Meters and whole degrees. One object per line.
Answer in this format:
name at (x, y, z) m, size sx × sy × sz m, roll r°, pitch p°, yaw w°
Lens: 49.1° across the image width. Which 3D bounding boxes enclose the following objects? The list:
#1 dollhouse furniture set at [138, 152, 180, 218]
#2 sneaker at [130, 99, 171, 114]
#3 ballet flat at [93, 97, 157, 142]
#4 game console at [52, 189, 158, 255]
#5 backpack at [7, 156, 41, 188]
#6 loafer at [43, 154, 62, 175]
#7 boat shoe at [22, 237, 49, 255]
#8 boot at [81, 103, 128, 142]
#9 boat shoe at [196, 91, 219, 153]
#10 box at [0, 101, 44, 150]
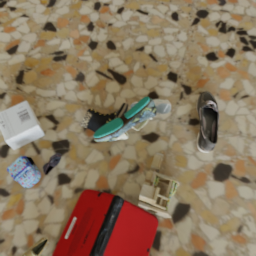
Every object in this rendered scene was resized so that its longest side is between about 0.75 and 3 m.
dollhouse furniture set at (1.177, 1.657, 9.102) m, size 1.119 × 1.780 × 2.013 m, roll 17°, pitch 63°, yaw 9°
sneaker at (0.913, -0.846, 11.223) m, size 1.627 × 0.572 × 0.652 m, roll 1°, pitch 29°, yaw 12°
ballet flat at (-0.027, -0.082, 9.996) m, size 2.510 × 0.932 × 0.932 m, roll -34°, pitch 65°, yaw 4°
game console at (-0.751, 3.667, 8.894) m, size 2.399 × 1.652 × 2.784 m, roll 2°, pitch 56°, yaw 37°
backpack at (-3.594, 1.579, 9.762) m, size 0.887 × 0.654 × 0.972 m, roll -37°, pitch 74°, yaw -4°
loafer at (-2.646, 1.292, 9.812) m, size 0.385 × 1.072 × 0.338 m, roll 20°, pitch 42°, yaw -36°
boat shoe at (-2.914, 3.850, 8.474) m, size 0.464 × 0.493 × 1.296 m, roll 40°, pitch 54°, yaw -1°
boot at (-0.891, -0.447, 10.913) m, size 1.332 × 0.647 × 1.769 m, roll 25°, pitch 71°, yaw 12°
boat shoe at (3.125, -0.354, 10.680) m, size 0.884 × 0.753 × 2.643 m, roll 13°, pitch 65°, yaw -8°
box at (-4.070, -0.097, 10.560) m, size 1.301 × 0.851 × 1.295 m, roll -28°, pitch 64°, yaw -12°
